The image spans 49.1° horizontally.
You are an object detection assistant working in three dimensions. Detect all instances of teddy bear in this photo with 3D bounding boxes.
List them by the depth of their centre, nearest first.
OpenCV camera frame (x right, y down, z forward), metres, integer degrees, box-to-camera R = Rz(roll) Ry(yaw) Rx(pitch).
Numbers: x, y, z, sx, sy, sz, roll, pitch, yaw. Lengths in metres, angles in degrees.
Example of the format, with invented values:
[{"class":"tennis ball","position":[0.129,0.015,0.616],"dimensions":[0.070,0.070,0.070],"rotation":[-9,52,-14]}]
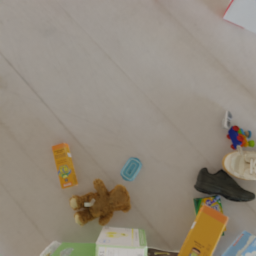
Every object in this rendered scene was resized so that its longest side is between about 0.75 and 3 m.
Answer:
[{"class":"teddy bear","position":[-0.921,2.470,9.184],"dimensions":[2.076,0.693,1.505],"rotation":[-35,77,3]}]

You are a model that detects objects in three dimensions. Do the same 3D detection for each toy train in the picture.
[{"class":"toy train","position":[3.854,0.534,9.280],"dimensions":[0.752,0.550,1.300],"rotation":[6,46,-11]}]

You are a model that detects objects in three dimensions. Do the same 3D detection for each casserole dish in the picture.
[{"class":"casserole dish","position":[0.104,1.409,9.542],"dimensions":[0.528,0.169,0.871],"rotation":[33,83,5]}]

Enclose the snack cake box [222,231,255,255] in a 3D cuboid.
[{"class":"snack cake box","position":[3.402,4.859,8.568],"dimensions":[1.655,0.967,2.878],"rotation":[44,84,5]}]

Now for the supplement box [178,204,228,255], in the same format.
[{"class":"supplement box","position":[2.039,3.561,8.283],"dimensions":[0.813,0.841,2.444],"rotation":[29,70,15]}]

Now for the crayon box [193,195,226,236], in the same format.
[{"class":"crayon box","position":[2.692,2.949,9.201],"dimensions":[0.837,0.343,1.331],"rotation":[-8,81,-1]}]

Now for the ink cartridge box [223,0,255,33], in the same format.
[{"class":"ink cartridge box","position":[4.791,-4.894,9.749],"dimensions":[1.757,1.749,2.418],"rotation":[24,82,4]}]

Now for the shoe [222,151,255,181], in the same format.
[{"class":"shoe","position":[4.472,1.248,9.070],"dimensions":[2.826,0.754,0.988],"rotation":[9,72,-7]}]

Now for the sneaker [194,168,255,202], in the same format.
[{"class":"sneaker","position":[3.225,1.869,9.210],"dimensions":[2.012,0.764,0.913],"rotation":[17,70,-2]}]

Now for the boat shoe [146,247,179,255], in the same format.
[{"class":"boat shoe","position":[1.008,4.275,8.791],"dimensions":[2.328,0.693,0.836],"rotation":[3,77,0]}]

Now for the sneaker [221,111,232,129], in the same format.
[{"class":"sneaker","position":[3.379,-0.286,9.705],"dimensions":[0.291,0.320,0.779],"rotation":[39,53,-16]}]

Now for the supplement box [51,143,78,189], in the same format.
[{"class":"supplement box","position":[-2.127,1.271,9.400],"dimensions":[0.490,0.506,1.472],"rotation":[-16,83,-1]}]

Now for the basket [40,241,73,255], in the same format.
[{"class":"basket","position":[-1.923,4.520,8.291],"dimensions":[1.716,1.700,1.380],"rotation":[22,85,3]}]

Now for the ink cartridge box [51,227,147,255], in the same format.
[{"class":"ink cartridge box","position":[-0.830,3.457,8.302],"dimensions":[2.697,1.962,0.647],"rotation":[4,83,2]}]
